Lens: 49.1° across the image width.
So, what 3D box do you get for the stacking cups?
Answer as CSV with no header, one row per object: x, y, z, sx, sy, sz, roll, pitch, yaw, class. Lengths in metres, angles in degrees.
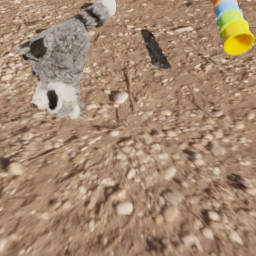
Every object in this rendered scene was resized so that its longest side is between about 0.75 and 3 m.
2.556,-3.005,7.218,0.720,0.720,2.380,-3,61,-3,stacking cups

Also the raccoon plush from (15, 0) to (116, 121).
-0.947,-1.341,5.852,2.638,1.767,1.276,-33,27,-9,raccoon plush
